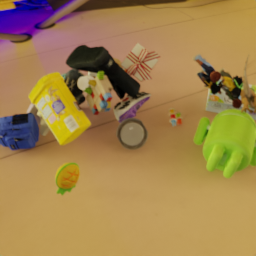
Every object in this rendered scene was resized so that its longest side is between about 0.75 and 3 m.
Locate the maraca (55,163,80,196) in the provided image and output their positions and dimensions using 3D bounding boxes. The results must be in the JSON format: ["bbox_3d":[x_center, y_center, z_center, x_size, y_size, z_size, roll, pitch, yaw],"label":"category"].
[{"bbox_3d":[-1.469,1.240,6.781,0.646,0.942,0.504,-13,38,-38],"label":"maraca"}]

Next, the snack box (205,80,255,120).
[{"bbox_3d":[4.737,-1.268,12.225,2.431,0.644,1.729,12,45,12],"label":"snack box"}]

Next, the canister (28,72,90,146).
[{"bbox_3d":[-2.384,-0.610,9.760,0.915,1.569,2.113,-29,84,-47],"label":"canister"}]

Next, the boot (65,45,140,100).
[{"bbox_3d":[-0.969,-2.056,10.721,2.679,2.251,1.023,17,71,50],"label":"boot"}]

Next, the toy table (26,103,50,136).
[{"bbox_3d":[-3.133,-0.567,10.992,0.998,1.705,1.567,42,20,29],"label":"toy table"}]

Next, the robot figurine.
[{"bbox_3d":[3.573,0.424,9.803,2.385,1.573,2.719,20,48,15],"label":"robot figurine"}]

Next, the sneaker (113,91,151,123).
[{"bbox_3d":[0.163,-0.846,11.068,0.777,0.804,1.928,21,45,40],"label":"sneaker"}]

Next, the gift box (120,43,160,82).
[{"bbox_3d":[0.555,-2.441,10.524,1.266,1.169,1.183,34,16,0],"label":"gift box"}]

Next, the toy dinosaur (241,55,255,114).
[{"bbox_3d":[4.177,-1.183,9.825,0.731,2.419,1.285,-15,51,20],"label":"toy dinosaur"}]

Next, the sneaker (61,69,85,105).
[{"bbox_3d":[-2.388,-1.657,11.003,1.078,2.779,1.199,-35,84,-20],"label":"sneaker"}]

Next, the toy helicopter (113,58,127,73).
[{"bbox_3d":[-0.552,-2.648,13.755,1.441,0.860,2.179,-4,54,-17],"label":"toy helicopter"}]

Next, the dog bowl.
[{"bbox_3d":[0.154,0.240,10.446,1.190,0.349,1.190,0,83,3],"label":"dog bowl"}]

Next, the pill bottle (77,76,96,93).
[{"bbox_3d":[-1.334,-1.545,10.021,0.619,0.619,1.114,19,10,19],"label":"pill bottle"}]

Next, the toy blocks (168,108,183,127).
[{"bbox_3d":[1.947,-0.331,11.348,0.682,0.297,0.818,26,45,-31],"label":"toy blocks"}]

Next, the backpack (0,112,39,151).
[{"bbox_3d":[-4.174,0.165,10.346,1.473,1.197,1.236,-4,51,-6],"label":"backpack"}]

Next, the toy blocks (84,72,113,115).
[{"bbox_3d":[-0.909,-0.987,9.396,0.749,1.498,1.024,-9,60,-36],"label":"toy blocks"}]

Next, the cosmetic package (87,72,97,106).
[{"bbox_3d":[-1.280,-1.971,12.112,0.926,1.506,1.502,2,51,-8],"label":"cosmetic package"}]

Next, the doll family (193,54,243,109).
[{"bbox_3d":[3.518,-1.737,10.687,2.921,1.146,1.688,18,36,-22],"label":"doll family"}]
